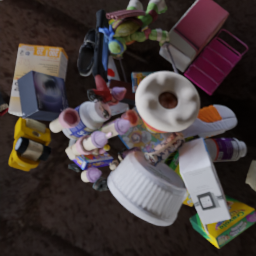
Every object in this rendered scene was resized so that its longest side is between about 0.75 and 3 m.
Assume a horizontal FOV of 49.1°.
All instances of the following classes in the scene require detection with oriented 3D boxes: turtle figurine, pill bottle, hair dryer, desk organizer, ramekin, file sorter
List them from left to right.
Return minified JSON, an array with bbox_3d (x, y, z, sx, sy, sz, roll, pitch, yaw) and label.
[{"bbox_3d":[-1.360,-0.294,9.145,1.588,0.951,0.951,-27,82,36],"label":"pill bottle"},{"bbox_3d":[-0.812,-1.067,8.389,0.385,1.080,1.419,-21,47,13],"label":"hair dryer"},{"bbox_3d":[0.047,-1.203,9.916,1.582,0.567,0.609,12,77,-4],"label":"desk organizer"},{"bbox_3d":[0.412,-3.019,9.658,2.878,2.071,2.791,33,61,-17],"label":"turtle figurine"},{"bbox_3d":[0.663,1.690,8.445,2.409,2.409,1.122,33,101,4],"label":"ramekin"},{"bbox_3d":[3.269,-2.459,10.396,1.317,1.188,1.895,39,85,5],"label":"file sorter"},{"bbox_3d":[3.287,0.754,9.601,1.413,0.794,0.794,-1,83,-18],"label":"pill bottle"}]

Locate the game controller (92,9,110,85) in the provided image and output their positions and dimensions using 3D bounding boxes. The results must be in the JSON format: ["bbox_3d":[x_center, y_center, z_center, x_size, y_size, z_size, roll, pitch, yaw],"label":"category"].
[{"bbox_3d":[-0.889,-2.740,9.696,0.533,1.320,2.531,2,78,-1],"label":"game controller"}]

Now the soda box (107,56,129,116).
[{"bbox_3d":[-0.623,-1.577,10.551,0.713,0.666,2.092,-18,84,-3],"label":"soda box"}]

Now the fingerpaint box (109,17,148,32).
[{"bbox_3d":[-0.045,-3.921,10.939,1.259,0.462,1.051,-36,85,-4],"label":"fingerpaint box"}]

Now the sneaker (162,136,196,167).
[{"bbox_3d":[1.727,1.020,10.150,0.936,0.824,2.213,33,84,4],"label":"sneaker"}]

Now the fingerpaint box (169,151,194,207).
[{"bbox_3d":[1.989,1.773,9.801,1.311,0.576,1.571,23,102,-15],"label":"fingerpaint box"}]

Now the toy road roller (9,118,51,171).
[{"bbox_3d":[-3.427,0.639,9.531,1.086,1.767,1.290,27,117,-33],"label":"toy road roller"}]

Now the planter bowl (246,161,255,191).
[{"bbox_3d":[4.762,1.691,9.885,0.960,1.426,1.426,17,83,28],"label":"planter bowl"}]

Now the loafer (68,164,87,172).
[{"bbox_3d":[-1.704,1.465,9.929,0.855,0.307,0.269,10,65,-26],"label":"loafer"}]

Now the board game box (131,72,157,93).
[{"bbox_3d":[0.549,-1.488,9.166,0.832,0.195,0.628,-4,86,-13],"label":"board game box"}]

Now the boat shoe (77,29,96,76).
[{"bbox_3d":[-1.514,-2.980,10.765,0.712,0.582,1.928,17,83,2],"label":"boat shoe"}]

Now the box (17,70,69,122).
[{"bbox_3d":[-2.464,-0.889,8.235,0.756,1.217,1.227,-21,75,32],"label":"box"}]

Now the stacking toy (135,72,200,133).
[{"bbox_3d":[0.963,-0.385,8.627,1.809,2.476,1.809,3,69,-7],"label":"stacking toy"}]

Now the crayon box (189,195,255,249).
[{"bbox_3d":[3.137,3.036,9.307,1.660,1.432,0.484,-29,104,-14],"label":"crayon box"}]

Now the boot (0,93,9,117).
[{"bbox_3d":[-5.236,-0.795,10.563,1.321,0.483,0.995,-36,84,-10],"label":"boot"}]

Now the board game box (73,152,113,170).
[{"bbox_3d":[-1.272,0.999,9.603,0.877,1.304,0.292,35,113,32],"label":"board game box"}]

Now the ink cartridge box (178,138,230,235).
[{"bbox_3d":[2.306,1.749,8.337,0.838,1.455,2.513,-19,115,15],"label":"ink cartridge box"}]

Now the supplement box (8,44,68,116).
[{"bbox_3d":[-3.287,-1.665,10.405,1.632,0.952,2.589,6,84,1],"label":"supplement box"}]

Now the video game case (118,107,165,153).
[{"bbox_3d":[0.949,-0.169,10.182,2.644,0.235,1.892,-40,70,4],"label":"video game case"}]

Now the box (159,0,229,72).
[{"bbox_3d":[2.382,-3.446,10.386,1.227,1.439,2.251,40,85,5],"label":"box"}]

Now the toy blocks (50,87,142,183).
[{"bbox_3d":[-0.474,0.205,8.539,2.444,2.202,2.616,-34,98,-44],"label":"toy blocks"}]

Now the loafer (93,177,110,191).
[{"bbox_3d":[-0.710,1.716,8.436,0.348,1.105,0.397,28,89,15],"label":"loafer"}]

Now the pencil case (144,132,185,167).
[{"bbox_3d":[1.069,0.596,8.091,1.265,0.566,0.492,-35,84,-20],"label":"pencil case"}]

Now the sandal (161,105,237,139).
[{"bbox_3d":[2.286,-0.064,9.273,2.428,0.696,0.930,-13,64,7],"label":"sandal"}]

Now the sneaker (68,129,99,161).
[{"bbox_3d":[-1.548,0.207,10.226,0.922,0.812,2.180,18,82,-8],"label":"sneaker"}]
